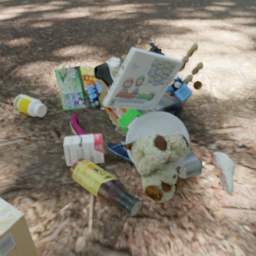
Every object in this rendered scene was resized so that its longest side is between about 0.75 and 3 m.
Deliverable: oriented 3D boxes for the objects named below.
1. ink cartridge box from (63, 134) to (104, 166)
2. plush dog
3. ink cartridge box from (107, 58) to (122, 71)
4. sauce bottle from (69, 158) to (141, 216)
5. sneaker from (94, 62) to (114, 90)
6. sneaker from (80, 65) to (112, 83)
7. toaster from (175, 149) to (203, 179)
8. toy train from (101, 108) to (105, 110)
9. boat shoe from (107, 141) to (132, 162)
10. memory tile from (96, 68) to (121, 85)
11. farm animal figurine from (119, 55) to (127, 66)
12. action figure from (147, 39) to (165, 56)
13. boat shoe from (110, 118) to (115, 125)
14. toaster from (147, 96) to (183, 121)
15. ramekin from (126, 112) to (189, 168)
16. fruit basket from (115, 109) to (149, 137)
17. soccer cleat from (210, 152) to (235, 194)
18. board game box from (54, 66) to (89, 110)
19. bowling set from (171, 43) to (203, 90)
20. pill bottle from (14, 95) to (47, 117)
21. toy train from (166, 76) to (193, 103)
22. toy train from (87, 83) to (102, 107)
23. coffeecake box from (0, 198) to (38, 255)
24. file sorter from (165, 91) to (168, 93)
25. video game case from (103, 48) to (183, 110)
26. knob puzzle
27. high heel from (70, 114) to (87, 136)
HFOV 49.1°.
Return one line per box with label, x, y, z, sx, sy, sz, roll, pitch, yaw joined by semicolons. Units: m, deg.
ink cartridge box;-1.614;0.813;10.316;1.371;0.992;0.578;-5;32;-6
plush dog;0.807;1.230;8.218;1.793;1.919;2.234;-15;-7;32
ink cartridge box;-0.857;-3.749;16.857;0.871;0.507;1.196;17;38;21
sauce bottle;-0.744;1.895;9.073;2.651;0.875;0.875;27;45;28
sneaker;-0.832;-1.664;9.869;0.641;1.292;0.457;-16;-4;-30
sneaker;-1.949;-2.825;15.310;2.330;0.911;1.052;-7;40;-10
toaster;2.035;1.248;10.035;0.793;0.698;1.228;-16;39;-16
toy train;-0.470;-0.976;12.664;1.504;0.418;1.130;10;8;39
boat shoe;-0.023;0.824;10.363;1.560;0.536;0.657;23;8;11
memory tile;0.114;-1.847;12.143;2.660;0.223;2.038;29;35;18
farm animal figurine;0.311;-2.020;10.777;1.328;1.645;0.827;-10;24;-9
action figure;0.983;-2.611;11.009;0.890;1.745;1.037;-38;64;-10
boat shoe;-0.546;-0.430;12.492;0.397;0.345;1.077;-15;33;-17
toaster;1.228;-0.608;12.060;2.126;1.208;1.373;-21;37;-33
ramekin;0.930;0.487;9.455;2.060;2.060;0.959;-2;-2;-3
fruit basket;0.315;-0.118;10.306;1.295;1.399;0.656;-45;49;5
soccer cleat;3.451;1.493;9.775;0.739;0.660;1.905;2;34;-1
board game box;-2.246;-1.551;11.067;1.115;1.657;0.241;-2;18;26
bowling set;2.660;-2.356;11.689;1.525;1.177;2.192;36;80;2
pill bottle;-4.481;-0.983;12.917;1.431;0.796;0.796;20;41;26
toy train;2.083;-1.559;11.740;0.738;0.973;1.703;-40;2;2
toy train;-1.491;-1.668;13.836;0.899;0.682;1.573;-19;39;-5
coffeecake box;-3.673;2.544;7.263;2.499;1.919;0.913;21;42;26
file sorter;1.903;-2.306;14.918;0.852;0.523;0.591;25;43;30
video game case;0.486;-1.384;8.614;2.136;1.945;0.253;0;43;-42
knob puzzle;-0.357;-1.052;11.182;0.345;2.486;2.486;-24;43;-27
high heel;-1.958;0.052;11.703;0.842;0.591;1.752;-11;52;2
